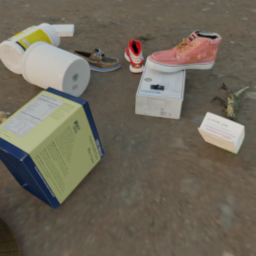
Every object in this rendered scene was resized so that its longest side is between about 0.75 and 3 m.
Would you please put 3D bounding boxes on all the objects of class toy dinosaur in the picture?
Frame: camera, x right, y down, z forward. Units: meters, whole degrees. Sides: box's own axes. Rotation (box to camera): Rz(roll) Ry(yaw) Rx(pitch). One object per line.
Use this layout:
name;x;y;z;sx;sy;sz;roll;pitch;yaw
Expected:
toy dinosaur;3.654;-1.049;10.083;1.044;0.562;2.370;31;48;11

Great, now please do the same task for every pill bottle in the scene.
pill bottle;-4.201;-3.535;12.229;1.436;1.436;2.513;17;44;19

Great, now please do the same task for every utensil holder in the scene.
utensil holder;-2.660;-2.137;10.461;1.975;1.678;1.678;24;47;24

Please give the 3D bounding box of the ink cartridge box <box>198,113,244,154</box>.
ink cartridge box;2.621;0.141;7.797;1.051;1.795;0.604;25;88;25

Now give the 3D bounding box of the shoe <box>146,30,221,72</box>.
shoe;2.048;-2.846;10.226;2.793;1.270;0.998;-6;43;-19

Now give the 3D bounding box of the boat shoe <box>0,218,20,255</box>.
boat shoe;-3.337;2.309;6.007;0.951;1.056;2.926;-49;65;6

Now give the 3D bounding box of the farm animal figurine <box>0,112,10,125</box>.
farm animal figurine;-4.169;-0.103;8.437;1.811;0.944;1.791;-12;30;-11

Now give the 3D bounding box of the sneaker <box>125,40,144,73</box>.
sneaker;0.319;-3.417;12.236;0.829;1.222;2.116;-8;42;-9

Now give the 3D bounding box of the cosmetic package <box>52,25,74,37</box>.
cosmetic package;-3.527;-5.192;14.954;1.193;0.308;0.899;-1;40;-2

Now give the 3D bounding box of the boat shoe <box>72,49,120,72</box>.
boat shoe;-1.400;-2.943;12.033;2.153;0.779;0.778;3;41;3

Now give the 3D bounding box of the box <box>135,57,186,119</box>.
box;1.265;-1.581;10.440;1.619;0.835;2.776;8;42;9

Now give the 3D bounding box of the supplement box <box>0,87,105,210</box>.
supplement box;-1.889;0.465;6.967;1.365;2.034;2.032;22;54;29
